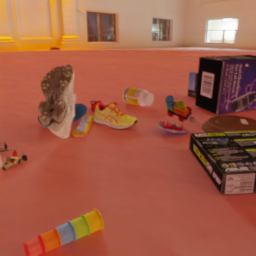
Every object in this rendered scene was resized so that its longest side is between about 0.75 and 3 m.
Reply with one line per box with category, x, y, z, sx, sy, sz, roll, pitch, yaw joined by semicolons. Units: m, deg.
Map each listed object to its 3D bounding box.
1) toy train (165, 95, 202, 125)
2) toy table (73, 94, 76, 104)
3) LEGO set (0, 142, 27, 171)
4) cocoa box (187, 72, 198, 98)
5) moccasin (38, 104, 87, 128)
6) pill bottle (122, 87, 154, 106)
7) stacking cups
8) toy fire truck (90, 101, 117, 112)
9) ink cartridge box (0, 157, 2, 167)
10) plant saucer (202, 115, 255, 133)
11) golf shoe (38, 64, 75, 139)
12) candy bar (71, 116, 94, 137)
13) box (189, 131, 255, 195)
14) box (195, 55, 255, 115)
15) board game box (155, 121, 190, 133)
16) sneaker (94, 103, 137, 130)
toy train;1.942;-0.627;9.808;1.421;0.822;0.601;29;75;37
toy table;-2.631;-1.067;11.455;0.747;1.173;1.276;15;-2;-3
LEGO set;-3.661;0.538;7.555;2.022;0.573;1.313;4;20;12
cocoa box;3.586;-2.166;14.099;0.838;1.257;0.825;-12;22;-34
moccasin;-2.413;-0.592;10.353;0.665;0.784;1.949;29;32;34
pill bottle;0.461;-1.397;12.721;1.331;0.748;0.748;16;25;37
stacking cups;-1.022;1.757;4.563;1.265;0.383;0.383;-18;26;-31
toy fire truck;-1.036;-0.922;11.766;1.022;0.353;1.449;-6;15;-11
ink cartridge box;-3.964;0.500;6.245;1.992;1.280;1.247;-8;36;-24
plant saucer;3.645;-0.038;9.580;2.168;0.319;2.168;0;19;0
golf shoe;-2.228;-0.889;9.249;1.069;1.327;2.730;-6;53;10
candy bar;-1.548;-0.094;9.865;0.501;0.223;2.009;1;19;3
box;3.081;0.732;7.028;2.503;0.595;2.417;-3;18;-5
box;4.597;-1.943;12.057;2.988;2.211;1.559;-9;22;-22
board game box;1.538;-0.079;9.463;1.176;0.229;0.929;-1;17;-36
sneaker;-0.508;-0.478;10.034;1.823;0.823;0.713;12;23;28
